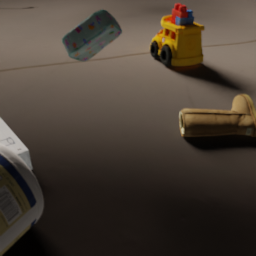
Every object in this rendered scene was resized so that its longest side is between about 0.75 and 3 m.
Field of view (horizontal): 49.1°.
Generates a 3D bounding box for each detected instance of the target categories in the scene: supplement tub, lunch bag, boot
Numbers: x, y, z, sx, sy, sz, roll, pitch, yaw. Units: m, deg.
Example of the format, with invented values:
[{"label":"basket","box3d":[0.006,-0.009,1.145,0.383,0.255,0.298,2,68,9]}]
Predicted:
[{"label":"supplement tub","box3d":[-2.916,1.594,4.459,1.918,1.918,2.657,17,36,25]},{"label":"lunch bag","box3d":[-0.900,-2.266,7.024,1.431,0.551,1.147,-31,-1,18]},{"label":"boot","box3d":[2.729,-0.442,8.718,2.268,0.750,1.986,1,33,3]}]

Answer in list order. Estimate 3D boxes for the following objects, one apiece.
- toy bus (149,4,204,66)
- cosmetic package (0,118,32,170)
[{"label":"toy bus","box3d":[2.249,-4.454,13.179,1.872,2.649,2.759,-14,34,-18]},{"label":"cosmetic package","box3d":[-3.996,0.575,7.203,2.022,0.693,2.682,-22,39,-34]}]
